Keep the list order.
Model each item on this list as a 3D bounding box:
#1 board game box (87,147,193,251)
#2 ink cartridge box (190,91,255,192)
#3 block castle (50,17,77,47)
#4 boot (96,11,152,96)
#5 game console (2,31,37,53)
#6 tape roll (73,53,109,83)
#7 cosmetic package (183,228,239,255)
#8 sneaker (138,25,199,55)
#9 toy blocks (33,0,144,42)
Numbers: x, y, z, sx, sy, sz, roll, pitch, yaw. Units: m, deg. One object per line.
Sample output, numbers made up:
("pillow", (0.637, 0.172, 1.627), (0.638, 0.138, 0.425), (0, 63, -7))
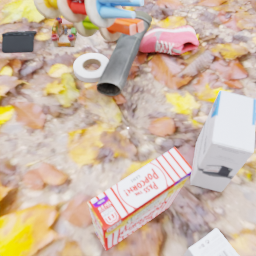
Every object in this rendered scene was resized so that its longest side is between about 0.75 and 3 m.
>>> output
("board game box", (0.184, 1.651, 6.038), (1.959, 2.586, 0.599), (-29, 65, -18))
("ink cartridge box", (2.370, 0.421, 7.171), (0.921, 2.199, 1.595), (14, 56, 7))
("block castle", (-2.537, -3.904, 11.197), (0.931, 0.653, 1.393), (0, 55, 1))
("boot", (-0.308, -2.432, 9.819), (1.019, 2.554, 2.809), (20, 82, -16))
("game console", (-4.330, -3.464, 11.216), (1.213, 0.706, 1.066), (-2, 25, -2))
("tape roll", (-1.323, -2.213, 10.245), (1.354, 0.247, 1.354), (0, 54, 0))
("cosmetic package", (1.806, 2.889, 6.146), (0.823, 0.998, 0.824), (-27, 59, -18))
("sneaker", (1.562, -3.207, 10.562), (2.407, 0.887, 1.044), (-14, 57, -10))
("toy blocks", (-0.517, -2.707, 6.646), (2.775, 2.313, 1.008), (24, 99, 35))
